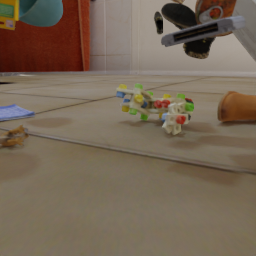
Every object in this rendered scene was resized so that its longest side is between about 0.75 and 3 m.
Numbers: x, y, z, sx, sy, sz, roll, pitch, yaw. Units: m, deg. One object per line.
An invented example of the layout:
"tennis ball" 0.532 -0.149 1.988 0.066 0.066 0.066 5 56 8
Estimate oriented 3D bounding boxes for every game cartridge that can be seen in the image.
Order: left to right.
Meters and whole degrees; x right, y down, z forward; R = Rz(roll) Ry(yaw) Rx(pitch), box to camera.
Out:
"game cartridge" 1.349 -1.727 5.028 1.304 0.267 0.868 -3 14 37

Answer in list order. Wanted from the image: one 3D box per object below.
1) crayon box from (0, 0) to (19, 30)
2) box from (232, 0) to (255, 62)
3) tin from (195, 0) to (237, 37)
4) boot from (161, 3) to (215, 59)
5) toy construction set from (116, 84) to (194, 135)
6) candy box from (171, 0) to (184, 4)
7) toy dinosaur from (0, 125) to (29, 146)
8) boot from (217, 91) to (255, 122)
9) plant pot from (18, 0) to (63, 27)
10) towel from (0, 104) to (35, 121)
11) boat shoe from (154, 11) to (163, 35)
"crayon box" -3.448 -3.482 7.450 0.967 1.538 0.397 6 18 -11
"box" 2.749 -2.074 5.274 1.113 0.958 1.119 -20 61 -5
"tin" 2.769 -3.084 6.725 2.325 1.302 0.487 -17 34 21
"boot" 1.829 -2.927 8.594 1.842 0.674 1.387 29 -14 16
"toy construction set" 0.989 -0.690 8.926 1.814 1.274 2.766 19 6 -41
"candy box" 1.191 -3.562 6.402 0.678 1.175 0.325 1 28 -47
"toy dinosaur" -3.040 0.292 6.951 0.910 0.518 1.713 -16 -2 27
"boot" 4.436 -0.537 9.266 2.758 1.058 2.141 -2 15 -42
"plant pot" -2.772 -3.960 9.083 1.625 1.625 1.094 12 -11 40
"towel" -4.633 -0.602 10.721 1.438 0.237 1.986 -13 19 -40
"boat shoe" 1.236 -4.215 11.126 0.341 0.956 0.288 -9 -8 2
